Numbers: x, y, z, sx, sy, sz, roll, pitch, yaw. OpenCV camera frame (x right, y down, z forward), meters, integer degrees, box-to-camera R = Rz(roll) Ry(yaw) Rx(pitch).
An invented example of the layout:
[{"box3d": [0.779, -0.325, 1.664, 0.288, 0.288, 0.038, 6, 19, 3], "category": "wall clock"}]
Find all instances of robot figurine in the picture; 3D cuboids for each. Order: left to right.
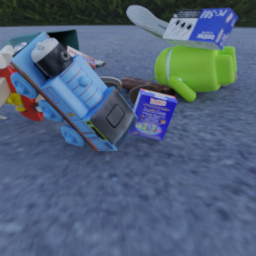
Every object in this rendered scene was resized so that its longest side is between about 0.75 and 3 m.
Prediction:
[{"box3d": [2.248, -2.117, 9.972, 2.920, 1.689, 2.562, 1, 42, 29], "category": "robot figurine"}]

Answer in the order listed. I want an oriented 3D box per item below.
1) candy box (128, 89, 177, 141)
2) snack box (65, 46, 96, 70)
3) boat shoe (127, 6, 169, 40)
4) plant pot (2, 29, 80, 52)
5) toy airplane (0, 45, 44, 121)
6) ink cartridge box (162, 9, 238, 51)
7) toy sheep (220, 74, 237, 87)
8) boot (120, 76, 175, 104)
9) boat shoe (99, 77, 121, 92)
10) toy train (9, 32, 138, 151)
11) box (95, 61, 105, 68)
[{"box3d": [0.545, -0.294, 6.494, 0.872, 1.032, 0.397, 13, 27, -11], "category": "candy box"}, {"box3d": [-1.794, -1.478, 7.068, 0.796, 0.269, 2.215, 19, -18, -41], "category": "snack box"}, {"box3d": [0.822, -3.948, 10.792, 2.015, 0.726, 0.625, 30, -14, -2], "category": "boat shoe"}, {"box3d": [-3.828, -2.987, 12.027, 2.959, 2.092, 2.090, 8, 24, 33], "category": "plant pot"}, {"box3d": [-3.140, -1.114, 7.390, 1.399, 1.973, 1.982, -18, -8, 21], "category": "toy airplane"}, {"box3d": [2.204, -3.177, 8.964, 0.514, 1.094, 2.327, 23, 4, -38], "category": "ink cartridge box"}, {"box3d": [3.588, -2.208, 11.231, 1.157, 1.157, 1.678, -18, 41, -35], "category": "toy sheep"}, {"box3d": [0.189, -1.400, 9.837, 2.102, 0.724, 2.255, -4, 24, -42], "category": "boot"}, {"box3d": [-1.412, -1.238, 9.567, 2.361, 0.789, 0.673, -2, 36, 6], "category": "boat shoe"}, {"box3d": [-1.122, -0.660, 5.762, 1.585, 2.775, 1.203, -7, 41, 48], "category": "toy train"}, {"box3d": [-1.846, -3.410, 15.054, 0.744, 0.205, 1.089, 17, 29, 34], "category": "box"}]
